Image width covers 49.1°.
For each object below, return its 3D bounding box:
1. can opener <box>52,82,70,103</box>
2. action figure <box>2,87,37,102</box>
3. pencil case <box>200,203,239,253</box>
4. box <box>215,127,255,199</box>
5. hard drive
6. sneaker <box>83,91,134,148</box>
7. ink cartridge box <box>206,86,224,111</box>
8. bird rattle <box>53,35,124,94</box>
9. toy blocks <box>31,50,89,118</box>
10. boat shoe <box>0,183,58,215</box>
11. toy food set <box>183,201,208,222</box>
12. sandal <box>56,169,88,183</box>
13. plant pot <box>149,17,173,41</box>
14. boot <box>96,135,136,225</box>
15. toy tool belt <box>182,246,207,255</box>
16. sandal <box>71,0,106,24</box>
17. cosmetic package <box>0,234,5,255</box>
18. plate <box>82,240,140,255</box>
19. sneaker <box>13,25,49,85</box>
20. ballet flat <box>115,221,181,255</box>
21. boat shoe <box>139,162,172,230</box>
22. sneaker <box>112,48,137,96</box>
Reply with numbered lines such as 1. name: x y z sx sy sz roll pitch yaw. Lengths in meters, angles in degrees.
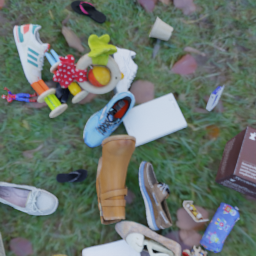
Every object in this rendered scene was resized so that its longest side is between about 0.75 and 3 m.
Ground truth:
1. can opener: -2.675 -1.861 11.410 0.552 0.685 1.743 -6 68 41
2. action figure: -4.407 -1.285 11.128 1.366 0.676 0.446 0 73 3
3. pencil case: 3.180 3.444 9.650 0.747 0.671 1.720 30 76 22
4. box: 4.277 1.271 9.582 1.730 2.086 1.712 21 74 7
5. hard drive: 0.976 -0.312 11.004 2.224 0.292 1.467 -21 74 -6
6. sneaker: -0.756 -0.336 10.262 0.998 1.145 2.545 39 93 -8
7. ink cartridge box: 3.276 -1.159 10.563 0.212 1.080 0.537 38 61 22
8. bird rattle: -1.294 -2.012 10.052 2.512 2.048 1.415 -36 32 14
9. toy blocks: -2.883 -1.769 10.851 1.836 0.800 2.203 -36 87 -15
10. boat shoe: -3.740 2.468 9.889 2.473 0.793 0.911 17 74 5
11. toy food set: 2.347 2.886 9.706 0.258 0.614 0.856 -53 51 18
12. sandal: -2.052 1.792 10.185 1.195 0.256 0.454 -13 79 6
13. plant pot: 1.431 -4.126 11.941 0.798 0.872 0.872 23 74 -5
14. boot: -0.355 1.709 8.943 1.105 2.998 2.319 4 60 -13
15. toy tool belt: 2.356 4.364 9.490 1.026 0.641 0.631 40 46 8
16. sandal: -1.760 -5.264 12.451 1.765 0.398 0.663 30 75 9
17. cosmetic package: -4.987 3.631 9.197 1.008 1.491 2.835 -19 73 -4
18. plate: -0.425 4.788 9.216 1.887 0.306 1.891 -10 59 -12
19. sneaker: -3.573 -2.781 10.928 1.152 0.868 2.464 -13 109 -5
20. ballet flat: 0.649 3.806 9.240 2.379 0.800 0.810 19 115 2
21. boat shoe: 1.014 2.301 9.746 0.859 0.858 2.374 -14 88 24
22. sneaker: -0.131 -2.182 11.295 1.054 0.901 2.419 1 74 -6
